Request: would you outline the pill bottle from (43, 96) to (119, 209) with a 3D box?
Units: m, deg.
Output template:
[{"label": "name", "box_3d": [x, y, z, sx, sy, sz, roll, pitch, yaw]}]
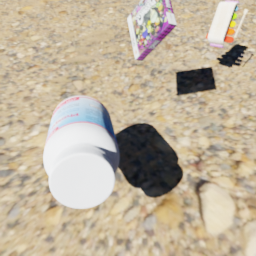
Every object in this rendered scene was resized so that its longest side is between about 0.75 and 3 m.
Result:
[{"label": "pill bottle", "box_3d": [-0.921, 0.359, 5.600, 1.397, 1.397, 2.570, -7, 24, -7]}]

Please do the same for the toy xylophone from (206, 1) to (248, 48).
[{"label": "toy xylophone", "box_3d": [3.495, -3.669, 9.908, 1.245, 1.700, 0.427, 34, 17, 36]}]

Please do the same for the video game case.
[{"label": "video game case", "box_3d": [0.540, -2.675, 7.064, 0.270, 1.506, 1.365, 2, 69, -32]}]
